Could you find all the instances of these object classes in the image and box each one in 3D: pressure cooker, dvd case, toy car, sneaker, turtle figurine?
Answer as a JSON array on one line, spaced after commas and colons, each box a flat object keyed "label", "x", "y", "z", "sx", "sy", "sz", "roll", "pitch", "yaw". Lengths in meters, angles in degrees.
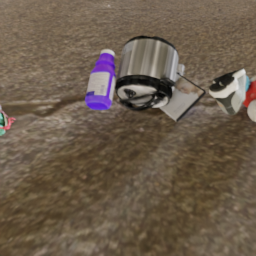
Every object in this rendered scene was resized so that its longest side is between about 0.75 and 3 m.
[{"label": "pressure cooker", "x": 0.668, "y": -1.927, "z": 11.020, "sx": 2.371, "sy": 2.335, "sz": 2.655, "roll": 10, "pitch": 73, "yaw": 3}, {"label": "dvd case", "x": 1.858, "y": -1.486, "z": 11.823, "sx": 1.681, "sy": 0.207, "sz": 2.356, "roll": -45, "pitch": 52, "yaw": 0}, {"label": "toy car", "x": 5.117, "y": -0.841, "z": 10.956, "sx": 1.882, "sy": 1.806, "sz": 2.042, "roll": 4, "pitch": 72, "yaw": 5}, {"label": "sneaker", "x": 3.448, "y": -1.254, "z": 9.454, "sx": 1.029, "sy": 1.104, "sz": 2.785, "roll": -19, "pitch": 13, "yaw": 35}, {"label": "turtle figurine", "x": -5.153, "y": -0.324, "z": 10.496, "sx": 1.697, "sy": 1.141, "sz": 2.266, "roll": -50, "pitch": 50, "yaw": 9}]

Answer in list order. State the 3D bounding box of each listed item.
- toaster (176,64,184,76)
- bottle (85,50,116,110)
[{"label": "toaster", "x": 2.253, "y": -2.723, "z": 13.397, "sx": 0.884, "sy": 0.502, "sz": 0.571, "roll": 6, "pitch": 46, "yaw": 5}, {"label": "bottle", "x": -0.959, "y": -1.835, "z": 10.548, "sx": 0.967, "sy": 0.756, "sz": 2.316, "roll": 0, "pitch": 68, "yaw": 21}]
